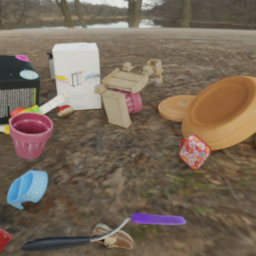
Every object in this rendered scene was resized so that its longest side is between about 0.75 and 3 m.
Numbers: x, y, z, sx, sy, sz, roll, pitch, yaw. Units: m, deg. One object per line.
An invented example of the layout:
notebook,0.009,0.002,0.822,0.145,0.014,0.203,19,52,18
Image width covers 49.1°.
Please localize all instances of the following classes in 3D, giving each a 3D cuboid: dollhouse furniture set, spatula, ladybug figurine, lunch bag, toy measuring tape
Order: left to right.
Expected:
toy measuring tape,-2.987,-0.472,9.007,2.372,0.873,0.873,-31,29,-1
ladybug figurine,-2.350,-0.653,10.361,0.607,0.322,0.895,-25,3,4
spatula,-0.431,1.741,4.666,2.785,0.286,0.787,-14,-9,0
dollhouse furniture set,0.050,-1.418,10.364,1.428,1.220,2.755,17,47,33
lunch bag,1.635,0.591,7.127,0.348,0.849,0.748,-34,66,-32

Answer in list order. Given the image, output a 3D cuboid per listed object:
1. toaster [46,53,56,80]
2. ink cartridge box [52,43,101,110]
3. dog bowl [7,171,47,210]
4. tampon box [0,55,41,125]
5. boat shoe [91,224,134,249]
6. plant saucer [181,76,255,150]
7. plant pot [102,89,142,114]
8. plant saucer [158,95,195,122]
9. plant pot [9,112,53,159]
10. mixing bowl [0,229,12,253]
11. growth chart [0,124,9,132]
toaster,-3.562,-3.570,15.961,1.926,1.264,2.130,-7,25,-15
ink cartridge box,-2.063,-2.134,11.443,1.718,2.375,1.749,-4,25,-9
dog bowl,-2.086,1.246,5.717,1.137,0.282,0.633,-30,46,33
tampon box,-4.609,-1.323,9.564,2.707,1.709,2.029,-9,41,-32
boat shoe,-0.289,1.984,4.953,0.852,0.322,0.306,5,27,33
plant saucer,2.733,-0.573,8.206,2.802,0.524,2.802,-33,27,19
plant pot,-0.287,-0.985,10.491,1.137,1.270,1.270,-28,33,-18
plant saucer,2.134,-0.831,10.821,1.944,0.314,1.944,-4,29,2
plant pot,-2.225,0.219,6.368,0.917,0.821,0.917,13,31,-8
mixing bowl,-2.840,1.771,3.920,2.008,2.008,1.088,7,59,15
growth chart,-4.146,-0.153,9.848,0.912,0.112,1.260,15,28,30
